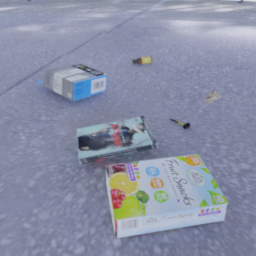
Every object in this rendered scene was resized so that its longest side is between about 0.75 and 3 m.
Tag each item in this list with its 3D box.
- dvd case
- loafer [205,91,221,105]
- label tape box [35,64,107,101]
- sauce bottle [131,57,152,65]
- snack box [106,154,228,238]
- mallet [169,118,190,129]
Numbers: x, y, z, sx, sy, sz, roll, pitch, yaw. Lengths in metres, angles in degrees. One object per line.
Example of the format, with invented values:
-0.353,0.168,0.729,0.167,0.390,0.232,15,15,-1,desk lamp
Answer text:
-0.467,0.352,9.732,2.591,0.285,1.892,-10,32,-6,dvd case
3.376,-1.246,11.413,1.226,0.441,0.385,-22,80,-50,loafer
-2.764,-2.365,13.348,2.898,0.917,2.090,26,34,32,label tape box
0.801,-3.959,16.521,1.253,0.414,0.414,-10,35,-16,sauce bottle
0.909,1.746,7.705,2.872,0.761,2.042,-5,34,-8,snack box
2.071,-0.220,11.197,0.303,0.190,0.921,-22,36,-29,mallet
